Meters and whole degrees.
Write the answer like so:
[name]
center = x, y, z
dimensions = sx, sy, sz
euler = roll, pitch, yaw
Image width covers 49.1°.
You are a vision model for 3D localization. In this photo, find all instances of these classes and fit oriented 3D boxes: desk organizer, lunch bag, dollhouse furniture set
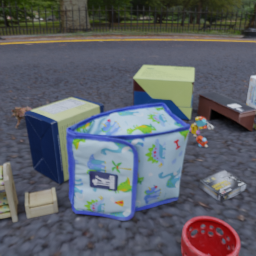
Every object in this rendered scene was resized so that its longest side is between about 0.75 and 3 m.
[desk organizer]
center = 4.329, -0.725, 12.607
dimensions = 0.974, 1.045, 2.715
euler = -11, 27, -22
[lunch bag]
center = -0.088, 0.892, 7.269
dimensions = 2.939, 2.499, 1.873
euler = -8, 30, -20
[dollhouse furniture set]
center = -3.446, 1.317, 7.729
dimensions = 2.592, 1.441, 2.292
euler = -8, 26, -17

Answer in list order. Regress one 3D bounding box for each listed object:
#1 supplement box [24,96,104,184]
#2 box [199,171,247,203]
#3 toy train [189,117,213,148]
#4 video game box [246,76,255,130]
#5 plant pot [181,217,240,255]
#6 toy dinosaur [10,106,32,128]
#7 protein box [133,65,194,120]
[supplement box]
center = -1.957, 0.296, 9.166
dimensions = 1.397, 2.082, 2.079
euler = 19, 31, 35
[box]
center = 2.806, 1.705, 8.300
dimensions = 1.075, 0.260, 0.851
euler = -14, 28, -28
[toy train]
center = 2.777, 0.106, 10.414
dimensions = 0.347, 1.249, 0.938
euler = -31, 60, -31
[video game box]
center = 5.651, -0.916, 11.733
dimensions = 0.502, 2.143, 1.952
euler = -3, 24, -3
[plant pot]
center = 1.607, 2.532, 5.637
dimensions = 1.099, 1.001, 1.099
euler = 0, 24, 0
[toy dinosaur]
center = -4.501, -0.654, 12.176
dimensions = 1.056, 0.669, 1.558
euler = -36, 10, 25
[protein box]
center = 1.848, -1.870, 14.064
dimensions = 2.774, 1.886, 2.795
euler = 5, 25, 11
